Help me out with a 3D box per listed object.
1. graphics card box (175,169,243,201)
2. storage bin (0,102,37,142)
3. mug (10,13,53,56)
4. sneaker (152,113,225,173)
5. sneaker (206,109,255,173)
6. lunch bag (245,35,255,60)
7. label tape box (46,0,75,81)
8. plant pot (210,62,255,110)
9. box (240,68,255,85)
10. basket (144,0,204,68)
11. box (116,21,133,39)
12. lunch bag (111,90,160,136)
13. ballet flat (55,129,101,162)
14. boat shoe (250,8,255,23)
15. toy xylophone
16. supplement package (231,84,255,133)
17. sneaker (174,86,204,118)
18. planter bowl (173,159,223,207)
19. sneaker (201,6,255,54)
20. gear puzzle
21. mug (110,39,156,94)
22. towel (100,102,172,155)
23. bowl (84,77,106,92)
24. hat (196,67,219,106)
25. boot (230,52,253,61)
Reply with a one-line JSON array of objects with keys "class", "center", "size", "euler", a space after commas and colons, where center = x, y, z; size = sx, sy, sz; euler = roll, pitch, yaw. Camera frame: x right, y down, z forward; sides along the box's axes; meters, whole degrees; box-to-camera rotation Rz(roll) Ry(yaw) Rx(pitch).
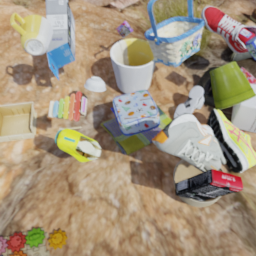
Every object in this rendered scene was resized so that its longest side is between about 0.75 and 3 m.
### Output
[{"class": "graphics card box", "center": [1.931, 1.443, 6.877], "size": [0.906, 1.444, 0.367], "euler": [16, 59, -21]}, {"class": "storage bin", "center": [-4.347, -0.224, 10.852], "size": [1.401, 0.656, 1.391], "euler": [-7, 51, -6]}, {"class": "mug", "center": [-2.950, -2.760, 8.529], "size": [1.258, 1.008, 1.033], "euler": [8, 45, -22]}, {"class": "sneaker", "center": [1.791, 0.536, 7.236], "size": [2.945, 1.115, 1.355], "euler": [9, 43, -52]}, {"class": "sneaker", "center": [3.811, 0.383, 10.234], "size": [1.186, 1.026, 2.627], "euler": [-12, 60, -15]}, {"class": "lunch bag", "center": [4.067, -2.512, 8.851], "size": [0.649, 0.486, 0.763], "euler": [49, 28, -8]}, {"class": "label tape box", "center": [-2.492, -3.255, 10.565], "size": [0.834, 1.809, 2.524], "euler": [-4, 84, -3]}, {"class": "plant pot", "center": [2.685, -1.156, 7.478], "size": [1.086, 1.086, 1.046], "euler": [-23, 92, -17]}, {"class": "box", "center": [4.943, -1.860, 11.677], "size": [1.410, 0.703, 0.673], "euler": [15, 36, -46]}, {"class": "basket", "center": [1.673, -3.640, 10.027], "size": [2.173, 2.465, 1.714], "euler": [-39, 39, -25]}, {"class": "box", "center": [-0.167, -4.249, 12.146], "size": [0.147, 0.751, 0.514], "euler": [-47, 107, -25]}, {"class": "lunch bag", "center": [0.205, -0.541, 9.368], "size": [1.444, 0.681, 1.802], "euler": [-18, 38, -1]}, {"class": "ballet flat", "center": [-1.110, 0.542, 7.291], "size": [0.700, 2.087, 0.697], "euler": [11, 78, 20]}, {"class": "boat shoe", "center": [7.655, -5.992, 15.496], "size": [0.718, 0.674, 1.995], "euler": [-27, 56, -20]}, {"class": "toy xylophone", "center": [-1.468, -0.385, 6.980], "size": [1.190, 0.299, 0.871], "euler": [-13, 72, 29]}, {"class": "supplement package", "center": [5.272, -0.638, 10.741], "size": [2.223, 1.331, 1.348], "euler": [15, 53, 11]}, {"class": "sneaker", "center": [2.540, -0.832, 11.392], "size": [0.632, 0.967, 1.683], "euler": [36, 94, 26]}, {"class": "planter bowl", "center": [2.182, 1.846, 8.908], "size": [1.601, 1.077, 1.601], "euler": [0, 51, 0]}, {"class": "sneaker", "center": [3.998, -3.827, 10.792], "size": [2.491, 1.401, 0.887], "euler": [36, 96, -15]}, {"class": "gear puzzle", "center": [-2.889, 3.497, 8.066], "size": [2.302, 0.301, 1.192], "euler": [-12, 52, -9]}, {"class": "mug", "center": [0.447, -2.454, 11.824], "size": [2.349, 1.928, 1.881], "euler": [-16, 53, -12]}, {"class": "towel", "center": [0.432, -0.088, 10.975], "size": [2.576, 0.293, 1.850], "euler": [-25, 55, -19]}, {"class": "bowl", "center": [-1.147, -1.575, 9.881], "size": [0.785, 0.353, 0.785], "euler": [10, 27, -5]}, {"class": "hat", "center": [3.804, -1.672, 11.853], "size": [0.753, 1.867, 1.867], "euler": [20, 39, -37]}, {"class": "boot", "center": [6.474, -3.274, 13.296], "size": [2.274, 0.908, 2.501], "euler": [-37, 66, -23]}]
